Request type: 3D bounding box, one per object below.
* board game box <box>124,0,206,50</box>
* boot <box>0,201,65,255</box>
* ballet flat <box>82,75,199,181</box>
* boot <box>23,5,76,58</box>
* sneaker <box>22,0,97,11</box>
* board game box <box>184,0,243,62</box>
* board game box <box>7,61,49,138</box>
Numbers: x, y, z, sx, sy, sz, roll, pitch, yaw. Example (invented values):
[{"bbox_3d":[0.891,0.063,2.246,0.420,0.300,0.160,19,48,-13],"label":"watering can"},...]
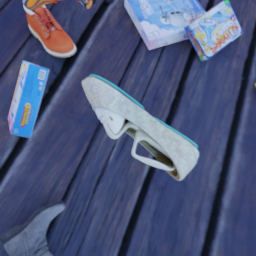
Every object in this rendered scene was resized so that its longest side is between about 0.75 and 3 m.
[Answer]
[{"bbox_3d":[1.651,-4.851,11.913,2.849,0.621,2.863,-19,64,-10],"label":"board game box"},{"bbox_3d":[-2.399,3.092,7.824,2.050,0.715,1.349,-36,71,-5],"label":"boot"},{"bbox_3d":[0.134,0.034,5.755,2.976,1.004,0.928,34,71,-1],"label":"ballet flat"},{"bbox_3d":[-3.131,-3.886,10.976,2.729,1.463,1.024,42,68,17],"label":"boot"},{"bbox_3d":[-1.738,-3.764,7.814,2.396,0.929,1.342,-33,102,16],"label":"sneaker"},{"bbox_3d":[3.417,-3.859,11.086,2.247,0.387,1.521,-39,106,-18],"label":"board game box"},{"bbox_3d":[-2.519,-0.773,6.934,0.462,1.619,1.654,14,97,-28],"label":"board game box"}]
